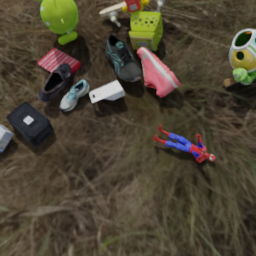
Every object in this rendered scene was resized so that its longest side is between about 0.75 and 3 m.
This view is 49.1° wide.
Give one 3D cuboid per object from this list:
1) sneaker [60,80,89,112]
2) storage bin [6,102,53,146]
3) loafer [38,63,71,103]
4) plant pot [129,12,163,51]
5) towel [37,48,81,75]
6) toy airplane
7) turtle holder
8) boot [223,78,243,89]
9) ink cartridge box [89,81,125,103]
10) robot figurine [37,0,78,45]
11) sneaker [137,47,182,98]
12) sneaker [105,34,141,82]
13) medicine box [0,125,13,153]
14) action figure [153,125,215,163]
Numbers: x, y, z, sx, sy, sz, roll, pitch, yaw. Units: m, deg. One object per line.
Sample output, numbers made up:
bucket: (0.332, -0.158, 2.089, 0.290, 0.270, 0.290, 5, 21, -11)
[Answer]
sneaker: (-2.311, -1.403, 11.692, 0.623, 0.693, 1.605, 36, 74, 9)
storage bin: (-3.858, -0.158, 11.062, 1.544, 0.724, 1.044, 35, 66, 19)
loafer: (-2.981, -2.001, 11.772, 0.787, 0.689, 2.189, 31, 58, -8)
plant pot: (0.790, -4.381, 12.969, 1.394, 1.387, 1.265, 8, 72, 14)
towel: (-3.166, -2.936, 12.920, 1.703, 0.192, 1.232, 32, 65, 17)
toy airplane: (0.359, -6.083, 13.783, 2.858, 2.025, 2.870, -30, 22, -29)
turtle holder: (4.841, -2.897, 11.426, 2.313, 1.643, 1.758, -49, 37, 6)
boot: (4.731, -2.047, 12.299, 1.094, 0.403, 0.413, -14, 64, -4)
ink cartridge box: (-0.911, -1.426, 11.770, 1.359, 0.340, 1.093, -26, 33, -1)
robot figurine: (-3.021, -5.025, 12.456, 1.567, 2.708, 2.376, -24, 107, -3)
sneaker: (1.011, -2.455, 12.168, 1.253, 1.065, 2.889, -45, 54, 13)
sneaker: (-0.289, -3.032, 12.188, 0.984, 1.034, 2.609, -26, 59, -19)
medicine box: (-4.965, 0.376, 10.700, 0.768, 0.434, 0.843, 30, 87, 28)
action figure: (2.194, 0.568, 10.306, 2.397, 1.186, 0.782, 26, 66, 3)
